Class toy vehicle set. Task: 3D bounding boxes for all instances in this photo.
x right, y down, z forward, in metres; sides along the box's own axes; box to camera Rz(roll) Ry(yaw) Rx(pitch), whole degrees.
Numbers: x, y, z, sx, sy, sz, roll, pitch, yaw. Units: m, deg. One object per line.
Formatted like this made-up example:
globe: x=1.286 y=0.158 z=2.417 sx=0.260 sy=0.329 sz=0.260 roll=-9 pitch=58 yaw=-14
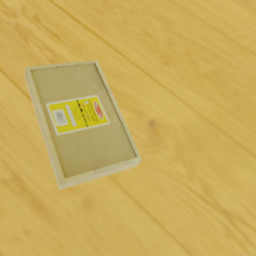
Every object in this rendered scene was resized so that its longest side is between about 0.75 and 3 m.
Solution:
toy vehicle set: x=-0.811 y=-0.190 z=4.770 sx=1.358 sy=0.290 sz=2.185 roll=-12 pitch=65 yaw=-26
